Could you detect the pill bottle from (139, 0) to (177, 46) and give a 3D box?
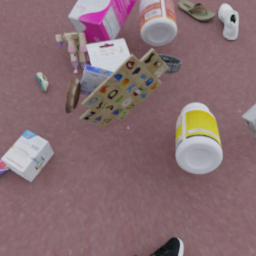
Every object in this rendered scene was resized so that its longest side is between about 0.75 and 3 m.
[{"bbox_3d":[1.038,-4.217,10.158,1.265,1.265,2.255,-1,64,-1],"label":"pill bottle"}]

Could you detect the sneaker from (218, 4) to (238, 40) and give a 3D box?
[{"bbox_3d":[4.369,-4.709,11.933,0.713,0.812,2.027,-1,58,1],"label":"sneaker"}]

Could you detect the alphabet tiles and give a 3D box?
[{"bbox_3d":[-0.076,-0.986,7.774,2.651,2.206,0.084,-42,66,14],"label":"alphabet tiles"}]

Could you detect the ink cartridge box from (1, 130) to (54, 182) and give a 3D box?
[{"bbox_3d":[-3.045,0.868,8.589,0.850,0.846,1.158,27,63,15],"label":"ink cartridge box"}]

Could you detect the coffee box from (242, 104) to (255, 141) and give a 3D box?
[{"bbox_3d":[3.986,-0.089,8.328,0.680,1.189,0.474,-42,30,0],"label":"coffee box"}]

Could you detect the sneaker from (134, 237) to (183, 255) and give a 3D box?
[{"bbox_3d":[0.632,3.291,6.959,0.982,0.642,1.756,50,63,-17],"label":"sneaker"}]

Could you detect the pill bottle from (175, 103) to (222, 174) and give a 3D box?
[{"bbox_3d":[1.937,0.192,7.898,1.173,1.173,2.086,8,37,5],"label":"pill bottle"}]

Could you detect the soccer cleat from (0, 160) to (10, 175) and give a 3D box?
[{"bbox_3d":[-3.959,1.209,8.636,0.394,0.423,1.155,34,65,18],"label":"soccer cleat"}]

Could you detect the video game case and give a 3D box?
[{"bbox_3d":[-0.748,-1.202,7.716,1.083,0.982,0.246,13,55,-14],"label":"video game case"}]

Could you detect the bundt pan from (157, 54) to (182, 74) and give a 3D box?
[{"bbox_3d":[1.185,-2.054,9.103,1.076,0.404,1.076,7,30,-4],"label":"bundt pan"}]

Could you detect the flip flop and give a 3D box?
[{"bbox_3d":[3.021,-5.304,12.440,1.787,0.514,0.725,40,67,21],"label":"flip flop"}]

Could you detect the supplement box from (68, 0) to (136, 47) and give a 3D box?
[{"bbox_3d":[-0.786,-4.417,10.029,1.309,1.337,2.586,22,75,22],"label":"supplement box"}]

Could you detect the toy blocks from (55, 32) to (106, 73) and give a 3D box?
[{"bbox_3d":[-1.822,-2.957,10.802,1.646,1.386,1.538,6,26,29],"label":"toy blocks"}]

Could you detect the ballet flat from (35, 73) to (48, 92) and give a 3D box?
[{"bbox_3d":[-3.162,-1.729,10.464,0.327,0.327,0.943,-26,63,-14],"label":"ballet flat"}]

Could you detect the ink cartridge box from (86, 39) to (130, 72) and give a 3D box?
[{"bbox_3d":[-0.517,-1.917,8.569,1.268,0.392,1.563,-14,67,-12],"label":"ink cartridge box"}]

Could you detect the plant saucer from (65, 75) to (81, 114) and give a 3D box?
[{"bbox_3d":[-1.408,-0.851,7.278,0.186,1.017,1.017,12,60,-1],"label":"plant saucer"}]
